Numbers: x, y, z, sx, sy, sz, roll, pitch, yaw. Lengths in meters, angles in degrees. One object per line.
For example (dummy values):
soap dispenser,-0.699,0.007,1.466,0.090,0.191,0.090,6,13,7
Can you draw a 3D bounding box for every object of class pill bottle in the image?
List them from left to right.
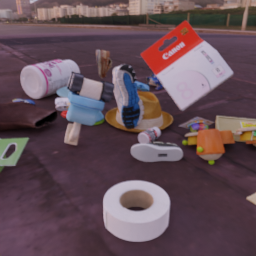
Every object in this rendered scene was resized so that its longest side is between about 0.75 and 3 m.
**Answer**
pill bottle,-3.905,-2.611,14.442,1.615,1.615,2.849,13,26,26
pill bottle,0.722,0.263,9.383,0.450,0.450,0.776,18,30,35

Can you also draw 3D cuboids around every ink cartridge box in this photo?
ink cartridge box,-4.120,0.969,7.296,2.805,0.832,1.456,-2,24,-4
ink cartridge box,1.950,-2.206,9.681,2.108,2.594,0.740,-36,-3,5

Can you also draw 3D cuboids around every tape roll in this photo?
tape roll,0.168,1.731,5.993,1.425,0.498,1.425,0,24,0

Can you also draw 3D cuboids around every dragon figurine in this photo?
dragon figurine,1.709,-2.641,15.715,1.098,0.650,2.208,12,27,26

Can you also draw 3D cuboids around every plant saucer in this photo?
plant saucer,-2.208,-1.600,13.587,2.425,0.467,2.425,0,23,0

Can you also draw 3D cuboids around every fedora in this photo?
fedora,0.431,-0.746,10.857,2.703,1.102,2.703,0,25,0

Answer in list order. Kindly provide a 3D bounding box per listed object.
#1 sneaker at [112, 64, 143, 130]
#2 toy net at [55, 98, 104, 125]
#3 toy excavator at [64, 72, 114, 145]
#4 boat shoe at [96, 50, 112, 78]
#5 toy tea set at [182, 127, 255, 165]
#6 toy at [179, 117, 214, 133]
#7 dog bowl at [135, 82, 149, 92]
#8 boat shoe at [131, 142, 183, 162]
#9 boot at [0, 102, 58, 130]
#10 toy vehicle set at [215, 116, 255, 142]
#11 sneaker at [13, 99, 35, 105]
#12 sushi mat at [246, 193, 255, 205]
sneaker,-0.091,-1.098,9.926,0.866,2.311,1.002,-15,19,-23
toy net,-2.295,-0.647,11.431,1.476,0.543,2.813,-24,32,-38
toy excavator,-1.408,-0.407,8.177,1.118,2.239,2.177,15,7,-18
boat shoe,-0.849,-2.297,10.256,0.545,0.574,1.517,-6,-17,-3
toy tea set,3.124,0.552,8.559,2.721,1.007,1.618,-4,-6,-1
toy,2.385,-0.026,9.580,0.744,0.305,1.293,-29,-22,34
dog bowl,0.488,-1.625,11.097,0.756,0.187,0.422,18,-14,-11
boat shoe,0.832,0.693,8.375,1.543,0.546,0.491,6,24,-6
boot,-4.283,-0.341,9.947,2.430,1.057,2.921,8,21,24
toy vehicle set,4.346,0.083,9.950,2.356,0.312,1.464,7,25,15
sneaker,-4.633,-1.036,12.480,0.388,0.432,1.051,-18,-9,38
sushi mat,3.226,1.784,6.435,0.424,0.054,0.885,-14,27,-32
